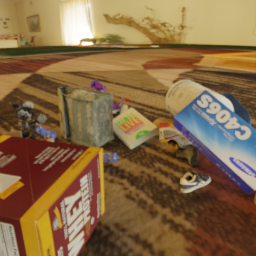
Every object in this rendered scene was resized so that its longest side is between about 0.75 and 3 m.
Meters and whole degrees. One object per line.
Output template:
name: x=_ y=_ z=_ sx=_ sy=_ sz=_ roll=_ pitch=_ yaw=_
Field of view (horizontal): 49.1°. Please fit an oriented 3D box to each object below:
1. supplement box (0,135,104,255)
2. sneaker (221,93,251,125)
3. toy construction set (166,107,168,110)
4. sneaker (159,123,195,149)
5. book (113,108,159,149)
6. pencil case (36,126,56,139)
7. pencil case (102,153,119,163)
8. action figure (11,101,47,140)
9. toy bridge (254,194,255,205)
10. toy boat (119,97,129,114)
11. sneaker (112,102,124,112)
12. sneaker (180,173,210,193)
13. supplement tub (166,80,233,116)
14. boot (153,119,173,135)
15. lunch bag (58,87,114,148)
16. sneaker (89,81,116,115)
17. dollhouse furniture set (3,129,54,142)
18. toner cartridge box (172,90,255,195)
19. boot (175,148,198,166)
supplement box: x=-2.237 y=1.600 z=5.919 sx=2.716 sy=1.803 sz=2.679 roll=6 pitch=23 yaw=15
sneaker: x=4.664 y=-0.498 z=12.271 sx=0.878 sy=0.975 sz=2.503 roll=-12 pitch=39 yaw=7
toy construction set: x=2.209 y=-1.350 z=13.537 sx=0.633 sy=0.902 sz=1.375 roll=-8 pitch=-16 yaw=-3
sneaker: x=1.838 y=0.427 z=10.108 sx=1.902 sy=0.781 sz=0.740 roll=18 pitch=-13 yaw=-28
book: x=0.147 y=0.013 z=11.190 sx=1.294 sy=0.465 sz=1.936 roll=-31 pitch=37 yaw=-15
pencil case: x=-3.272 y=0.187 z=11.132 sx=0.813 sy=0.353 sz=0.317 roll=25 pitch=32 yaw=8
pencil case: x=-0.660 y=0.929 z=8.778 sx=0.756 sy=0.295 sz=0.328 roll=-5 pitch=24 yaw=32
action figure: x=-3.880 y=-0.417 z=11.030 sx=1.085 sy=1.263 sz=2.126 roll=-29 pitch=55 yaw=14
toy bridge: x=3.786 y=1.847 z=7.210 sx=0.960 sy=0.389 sz=2.855 roll=3 pitch=21 yaw=1
toy boat: x=-0.233 y=-1.101 z=13.944 sx=0.396 sy=0.852 sz=0.716 roll=20 pitch=18 yaw=13
sneaker: x=-0.811 y=-1.151 z=14.390 sx=1.479 sy=0.617 sz=0.596 roll=-14 pitch=25 yaw=-32
sneaker: x=1.798 y=1.367 z=7.445 sx=1.000 sy=0.397 sz=0.392 roll=-16 pitch=12 yaw=-32
supplement tub: x=2.552 y=-0.774 z=10.426 sx=1.569 sy=1.569 sz=2.379 roll=-7 pitch=26 yaw=-18
boot: x=2.385 y=-0.124 z=11.667 sx=2.353 sy=0.778 sz=2.061 roll=5 pitch=15 yaw=23
lunch bag: x=-1.863 y=-0.487 z=10.924 sx=2.385 sy=1.956 sz=1.402 roll=13 pitch=25 yaw=30
sneaker: x=-1.379 y=-1.425 z=13.078 sx=1.168 sy=1.208 sz=2.896 roll=-6 pitch=30 yaw=-22
dollhouse furniture set: x=-3.715 y=-0.016 z=8.546 sx=2.446 sy=1.993 sz=2.327 roll=-8 pitch=4 yaw=-9
toner cartridge box: x=2.832 y=0.332 z=8.132 sx=1.404 sy=0.638 sz=2.955 roll=-41 pitch=69 yaw=-12
boot: x=1.954 y=0.981 z=9.567 sx=0.734 sy=0.381 sz=1.124 roll=-3 pitch=17 yaw=20
